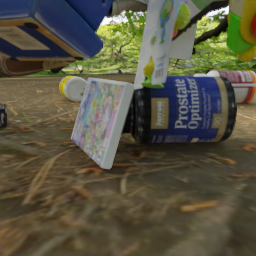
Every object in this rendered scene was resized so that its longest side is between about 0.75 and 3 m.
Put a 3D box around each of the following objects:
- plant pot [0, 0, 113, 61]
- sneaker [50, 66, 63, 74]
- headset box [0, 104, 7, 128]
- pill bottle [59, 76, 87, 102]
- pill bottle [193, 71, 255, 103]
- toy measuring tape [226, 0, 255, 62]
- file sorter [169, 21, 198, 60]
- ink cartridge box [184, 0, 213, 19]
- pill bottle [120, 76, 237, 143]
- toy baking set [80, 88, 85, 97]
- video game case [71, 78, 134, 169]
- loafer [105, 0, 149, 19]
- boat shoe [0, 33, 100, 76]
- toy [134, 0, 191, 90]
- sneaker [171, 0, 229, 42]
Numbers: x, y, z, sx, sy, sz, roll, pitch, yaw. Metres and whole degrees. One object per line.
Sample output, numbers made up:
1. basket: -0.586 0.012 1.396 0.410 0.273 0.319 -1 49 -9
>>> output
1. plant pot: -1.706 -2.505 4.764 2.549 2.292 2.550 5 -4 17
2. sneaker: -2.848 -3.156 11.780 0.676 1.769 1.014 28 1 -12
3. headset box: -4.542 -0.347 8.504 1.566 0.605 1.165 -6 14 -22
4. pill bottle: -2.919 -2.117 14.835 1.232 1.232 2.255 -6 14 -23
5. pill bottle: 4.634 -1.990 13.592 2.827 1.549 1.549 -1 13 -4
6. toy measuring tape: 1.974 -2.094 3.998 0.907 2.466 0.907 -5 41 4
7. file sorter: 1.774 -3.781 10.909 1.329 1.915 1.192 2 23 -12
8. ink cartridge box: 1.424 -3.041 6.627 1.441 0.748 0.427 -25 26 56
9. pill bottle: 0.902 -0.428 6.660 2.831 1.583 1.583 -1 13 -4
10. toy baking set: -1.363 -1.674 13.375 1.814 0.211 1.393 -9 -19 0
11. video game case: -0.644 -0.237 5.909 0.200 1.586 2.216 14 5 -28
12. loafer: -0.508 -3.720 8.342 2.784 0.972 0.974 -4 -6 -24
13. boat shoe: -2.062 -2.172 7.739 2.908 1.101 1.044 -28 29 -22
14. toy: 0.717 -1.842 5.088 0.554 2.345 1.350 14 -3 -21
15. sneaker: 2.079 -3.750 8.855 2.853 1.067 1.515 -16 -24 -8
